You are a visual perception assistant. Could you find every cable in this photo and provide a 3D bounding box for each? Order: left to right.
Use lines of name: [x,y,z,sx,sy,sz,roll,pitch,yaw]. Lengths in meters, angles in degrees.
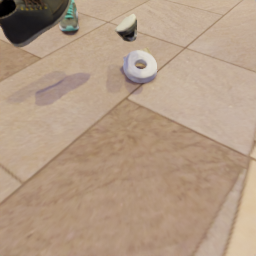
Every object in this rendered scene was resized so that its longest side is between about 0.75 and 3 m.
cable: [0.465,-2.307,10.516,1.280,0.443,1.280,3,64,-7]

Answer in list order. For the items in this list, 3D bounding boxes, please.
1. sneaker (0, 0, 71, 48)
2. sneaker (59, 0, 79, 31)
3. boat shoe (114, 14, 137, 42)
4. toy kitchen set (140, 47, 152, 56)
sneaker: [-2.623,-3.436,7.953,0.886,1.258,2.368,39,80,13]
sneaker: [-2.903,-5.552,13.493,0.958,1.127,2.470,-7,46,-7]
boat shoe: [0.053,-3.186,9.110,0.760,0.716,2.117,-42,16,6]
toy kitchen set: [0.488,-2.694,11.255,0.793,0.716,0.647,-12,23,50]
